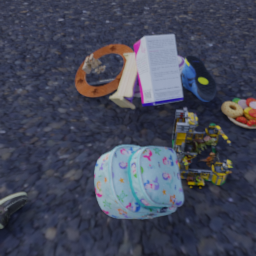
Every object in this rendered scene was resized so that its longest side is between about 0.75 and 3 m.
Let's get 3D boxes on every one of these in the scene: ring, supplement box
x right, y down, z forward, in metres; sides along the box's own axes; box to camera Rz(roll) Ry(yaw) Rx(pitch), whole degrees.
[{"bbox_3d":[-1.063,-2.540,11.953,2.901,0.278,2.901,-13,55,19],"label":"ring"},{"bbox_3d":[0.982,-1.875,9.358,1.117,2.161,1.093,-11,5,-18],"label":"supplement box"}]

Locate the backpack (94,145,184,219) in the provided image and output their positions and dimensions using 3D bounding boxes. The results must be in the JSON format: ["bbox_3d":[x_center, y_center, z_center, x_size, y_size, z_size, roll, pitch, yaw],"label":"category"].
[{"bbox_3d":[0.270,1.336,7.070,2.125,1.600,1.886,8,64,-32],"label":"backpack"}]

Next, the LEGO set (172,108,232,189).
[{"bbox_3d":[2.290,0.450,8.931,2.020,1.522,2.627,9,42,10],"label":"LEGO set"}]

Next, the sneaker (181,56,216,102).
[{"bbox_3d":[2.915,-1.886,11.920,0.944,1.123,2.864,4,44,-14],"label":"sneaker"}]

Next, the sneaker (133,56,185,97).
[{"bbox_3d":[1.268,-1.868,11.490,2.644,1.317,0.990,-33,65,-16],"label":"sneaker"}]

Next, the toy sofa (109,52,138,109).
[{"bbox_3d":[0.164,-1.769,10.455,0.985,0.836,2.020,5,72,35],"label":"toy sofa"}]

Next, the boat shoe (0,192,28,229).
[{"bbox_3d":[-3.481,2.419,7.436,1.862,0.665,0.612,-28,60,-30],"label":"boat shoe"}]

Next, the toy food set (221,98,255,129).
[{"bbox_3d":[4.665,-0.614,10.965,1.692,0.416,1.710,-23,46,-24],"label":"toy food set"}]

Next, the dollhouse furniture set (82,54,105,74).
[{"bbox_3d":[-1.384,-2.538,11.095,0.780,0.716,0.507,-17,47,39],"label":"dollhouse furniture set"}]

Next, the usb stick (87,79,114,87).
[{"bbox_3d":[-0.981,-1.973,12.491,2.062,0.336,0.572,-10,15,-10],"label":"usb stick"}]
